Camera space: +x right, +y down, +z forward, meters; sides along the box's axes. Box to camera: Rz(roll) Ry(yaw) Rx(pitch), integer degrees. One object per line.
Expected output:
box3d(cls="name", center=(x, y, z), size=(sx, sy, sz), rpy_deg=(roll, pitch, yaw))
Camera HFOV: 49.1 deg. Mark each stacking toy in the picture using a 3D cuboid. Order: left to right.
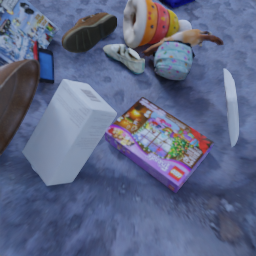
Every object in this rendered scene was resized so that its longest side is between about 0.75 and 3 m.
box3d(cls="stacking toy", center=(1.097, -3.478, 9.353), size=(2.309, 1.687, 1.687), rpy_deg=(-2, 50, -20))

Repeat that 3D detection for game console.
box3d(cls="game console", center=(-2.343, -1.831, 7.924), size=(0.604, 0.877, 1.018), rpy_deg=(-3, 87, -24))

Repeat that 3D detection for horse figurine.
box3d(cls="horse figurine", center=(1.689, -2.619, 8.568), size=(2.214, 0.553, 1.467), rpy_deg=(-2, 11, 33))

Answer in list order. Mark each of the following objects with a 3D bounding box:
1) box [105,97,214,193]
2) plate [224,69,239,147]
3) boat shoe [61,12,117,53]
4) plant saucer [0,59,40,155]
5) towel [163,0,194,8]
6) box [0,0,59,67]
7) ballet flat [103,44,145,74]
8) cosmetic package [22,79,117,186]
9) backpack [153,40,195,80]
box3d(cls="box", center=(0.725, 0.312, 6.787), size=(2.187, 0.428, 1.496), rpy_deg=(35, 61, 21))
box3d(cls="plate", center=(2.452, -0.503, 6.642), size=(0.228, 1.410, 1.407), rpy_deg=(-5, 38, 20))
box3d(cls="boat shoe", center=(-1.413, -3.243, 9.451), size=(0.791, 0.837, 2.326), rpy_deg=(32, 51, 26))
box3d(cls="plant saucer", center=(-2.407, -0.240, 5.129), size=(0.449, 2.453, 2.453), rpy_deg=(26, 53, -7))
box3d(cls="towel", center=(1.817, -5.632, 11.574), size=(1.402, 0.470, 1.899), rpy_deg=(-29, 57, -13))
box3d(cls="box", center=(-3.396, -2.822, 8.409), size=(1.864, 0.543, 2.723), rpy_deg=(39, 42, -26))
box3d(cls="ballet flat", center=(-0.096, -2.348, 8.870), size=(1.747, 0.545, 0.589), rpy_deg=(39, 48, 25))
box3d(cls="cosmetic package", center=(-1.299, 0.127, 6.028), size=(1.138, 2.017, 0.818), rpy_deg=(46, 22, 26))
box3d(cls="backpack", center=(1.301, -1.875, 7.909), size=(1.241, 1.487, 0.941), rpy_deg=(4, 87, 5))
